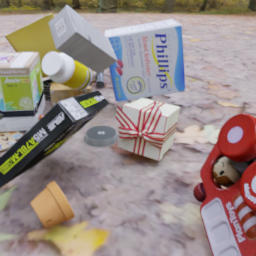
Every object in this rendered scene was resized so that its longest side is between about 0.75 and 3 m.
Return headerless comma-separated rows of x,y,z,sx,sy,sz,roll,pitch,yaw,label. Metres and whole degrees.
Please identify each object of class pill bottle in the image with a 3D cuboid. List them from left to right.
-2.308,-2.144,10.646,1.120,1.120,1.991,12,-1,22,pill bottle

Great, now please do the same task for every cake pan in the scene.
-0.929,0.260,9.658,1.219,0.224,1.219,0,29,0,cake pan

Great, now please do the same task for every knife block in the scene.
-2.866,-1.753,12.818,2.402,0.769,2.109,-4,29,-7,knife block

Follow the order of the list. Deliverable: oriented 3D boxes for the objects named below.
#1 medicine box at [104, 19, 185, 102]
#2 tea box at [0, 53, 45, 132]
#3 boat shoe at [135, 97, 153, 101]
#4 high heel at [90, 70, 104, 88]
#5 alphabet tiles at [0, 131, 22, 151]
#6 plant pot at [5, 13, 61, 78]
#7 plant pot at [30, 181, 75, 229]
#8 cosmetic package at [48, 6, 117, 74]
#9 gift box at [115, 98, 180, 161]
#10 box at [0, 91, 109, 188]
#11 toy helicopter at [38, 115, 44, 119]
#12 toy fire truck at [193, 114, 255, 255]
0.645,-2.582,10.787,2.770,2.523,1.426,-9,28,2,medicine box
-4.133,-1.425,10.428,1.595,2.348,2.386,-4,27,-8,tea box
0.585,-0.965,11.346,0.821,0.781,2.280,12,30,21,boat shoe
-2.685,-2.878,14.494,2.951,1.054,2.103,10,32,-15,high heel
-4.779,0.341,9.599,1.873,0.071,2.250,-23,34,-38,alphabet tiles
-3.685,-3.454,12.358,2.132,2.181,2.118,-29,19,-4,plant pot
-1.650,1.693,5.984,0.637,0.910,0.910,-30,39,-24,plant pot
-1.206,-2.355,7.787,1.859,0.838,0.993,15,48,-56,cosmetic package
0.564,-0.120,8.480,1.575,1.706,1.593,11,21,23,gift box
-1.859,0.159,7.018,0.628,2.551,2.641,48,16,-2,box
-2.509,-0.026,9.903,1.424,0.562,0.942,1,23,-16,toy helicopter
2.198,1.191,5.393,1.504,2.253,2.683,25,34,-27,toy fire truck
